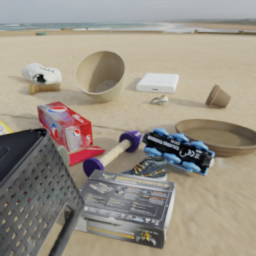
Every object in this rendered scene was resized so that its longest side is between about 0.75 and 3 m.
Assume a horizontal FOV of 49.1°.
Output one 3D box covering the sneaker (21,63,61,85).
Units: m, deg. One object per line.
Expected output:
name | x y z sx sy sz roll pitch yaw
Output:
sneaker | -4.834 -2.796 14.870 2.654 0.997 1.076 13 34 30

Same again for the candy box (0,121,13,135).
candy box | -4.145 0.253 8.247 1.269 0.328 2.483 -15 27 -37

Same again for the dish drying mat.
dish drying mat | -1.245 0.734 7.353 1.265 0.115 0.486 -17 26 -35

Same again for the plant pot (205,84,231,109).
plant pot | 3.569 -1.153 10.994 0.779 0.893 0.893 28 29 8

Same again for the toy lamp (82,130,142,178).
toy lamp | -0.287 0.593 7.065 0.624 0.624 2.144 13 26 28

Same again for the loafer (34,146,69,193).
loafer | -1.756 0.937 6.066 0.512 0.553 1.471 -10 31 23

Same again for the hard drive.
hard drive | 1.576 -2.335 14.403 1.803 0.365 2.733 5 24 13

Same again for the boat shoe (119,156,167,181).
boat shoe | 0.268 0.941 6.286 1.240 0.563 0.439 -5 23 -11

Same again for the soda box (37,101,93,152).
soda box | -1.975 -0.107 8.544 0.830 0.751 2.370 -16 28 -31

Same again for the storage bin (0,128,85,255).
storage bin | -2.225 1.164 3.632 2.779 1.303 1.879 -9 28 20

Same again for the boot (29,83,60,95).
boot | -3.929 -1.885 13.239 1.347 0.445 1.179 -3 23 -9

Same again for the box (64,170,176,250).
box | -0.079 1.431 5.275 1.777 0.429 1.407 6 23 15

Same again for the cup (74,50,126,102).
cup | -0.976 -1.872 11.445 2.088 1.493 2.088 -5 63 10

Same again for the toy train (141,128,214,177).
toy train | 1.161 0.574 6.664 1.749 0.758 0.999 20 -13 20

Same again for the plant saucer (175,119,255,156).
plant saucer | 2.554 0.238 7.969 2.465 0.363 2.465 4 18 -1

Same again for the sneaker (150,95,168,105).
sneaker | 1.261 -1.069 11.496 0.832 0.365 0.315 -10 29 44
